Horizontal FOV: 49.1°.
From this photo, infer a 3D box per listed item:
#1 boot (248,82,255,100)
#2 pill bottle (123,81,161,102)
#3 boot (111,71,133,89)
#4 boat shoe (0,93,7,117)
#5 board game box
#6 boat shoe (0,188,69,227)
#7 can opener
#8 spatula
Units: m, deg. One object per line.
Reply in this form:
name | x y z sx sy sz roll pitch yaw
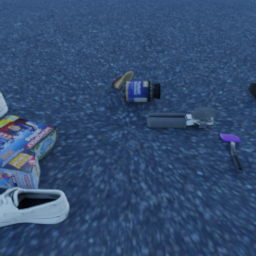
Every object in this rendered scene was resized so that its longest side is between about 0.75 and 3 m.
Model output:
boot | 5.939 -1.385 11.418 1.229 0.688 1.777 -25 55 -38
pill bottle | 0.549 -1.437 11.080 1.458 0.815 0.815 -1 35 5
boot | -0.284 -2.186 12.328 0.988 0.357 0.822 -45 32 3
boat shoe | -5.216 -0.436 9.768 0.943 0.837 2.562 5 35 7
board game box | -3.258 0.797 8.045 2.513 0.776 2.515 16 37 20
boat shoe | -2.626 1.770 6.631 2.382 0.779 0.876 -4 35 -5
can opener | 1.844 -0.429 9.806 2.347 0.785 0.626 1 35 1
spatula | 3.274 0.724 8.648 0.573 0.208 2.027 4 35 6
